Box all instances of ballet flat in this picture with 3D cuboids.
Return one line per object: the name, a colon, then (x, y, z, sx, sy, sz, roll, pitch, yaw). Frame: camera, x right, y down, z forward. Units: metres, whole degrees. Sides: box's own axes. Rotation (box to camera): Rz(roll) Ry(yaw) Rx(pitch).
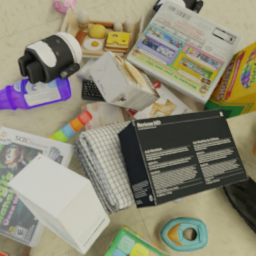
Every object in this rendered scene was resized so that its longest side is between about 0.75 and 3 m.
ballet flat: (3.396, 2.304, 7.529, 0.960, 0.820, 2.888, -28, 68, -11)

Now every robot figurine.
robot figurine: (1.615, -3.989, 9.250, 1.347, 1.119, 1.793, 36, 75, -8)
robot figurine: (-2.101, -1.883, 7.666, 1.754, 1.094, 1.317, -40, 108, -31)

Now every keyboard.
keyboard: (-0.517, -1.151, 8.137, 1.637, 0.210, 0.983, 6, 55, -10)

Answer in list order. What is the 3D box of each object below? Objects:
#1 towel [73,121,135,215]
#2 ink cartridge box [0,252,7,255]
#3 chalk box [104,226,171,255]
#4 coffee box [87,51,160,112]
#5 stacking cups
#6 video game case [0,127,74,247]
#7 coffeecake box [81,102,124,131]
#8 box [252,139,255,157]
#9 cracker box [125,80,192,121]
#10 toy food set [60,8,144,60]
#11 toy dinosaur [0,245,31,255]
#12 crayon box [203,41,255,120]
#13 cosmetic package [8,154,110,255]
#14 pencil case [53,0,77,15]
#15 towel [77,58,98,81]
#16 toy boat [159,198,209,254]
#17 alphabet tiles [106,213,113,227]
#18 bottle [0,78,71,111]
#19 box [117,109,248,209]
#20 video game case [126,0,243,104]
towel: (-0.219, 1.006, 7.331, 1.812, 0.937, 2.189, -12, 66, -44)
ink cartridge box: (-2.572, 3.405, 5.481, 1.582, 0.397, 1.823, 26, 96, -5)
chalk box: (0.109, 3.222, 6.248, 1.501, 2.413, 1.494, 31, 75, 9)
coffee box: (-0.040, -1.103, 7.088, 0.727, 1.823, 1.042, -37, 71, 21)
stacking cups: (-1.677, 0.042, 8.069, 1.493, 0.452, 0.452, -38, 75, 8)
video game case: (-2.984, 1.447, 7.561, 2.433, 0.313, 2.677, 12, 73, 20)
coffeecake box: (-0.756, -0.332, 8.429, 1.148, 0.419, 0.881, -13, 73, -4)
box: (4.346, 1.138, 6.779, 1.666, 2.798, 0.580, 6, 117, 1)
cracker box: (1.079, -0.253, 8.302, 1.365, 0.588, 2.038, -43, 75, -13)
toy food set: (-0.805, -3.080, 8.870, 2.519, 0.761, 1.808, 5, 56, 1)
toy dinosaur: (-2.586, 3.983, 6.655, 1.160, 1.831, 2.702, -19, 40, 22)
crayon box: (3.234, -1.321, 7.428, 0.715, 2.817, 1.788, 26, 74, -12)
cosmetic package: (-1.399, 1.571, 5.846, 1.530, 1.535, 0.943, 19, 51, 34)
pencil case: (-1.993, -4.775, 9.677, 0.756, 0.756, 1.730, 15, 74, 5)
towel: (-0.553, -1.904, 8.831, 1.575, 0.283, 1.636, 35, 75, 25)
toy boat: (1.396, 2.462, 7.339, 1.291, 0.713, 1.535, -10, 69, 8)
alphabet tiles: (-0.746, 2.052, 7.379, 0.082, 1.123, 1.098, -8, 77, 35)
bottle: (-2.928, -1.041, 8.407, 2.357, 0.769, 0.984, -13, 45, -3)
box: (1.306, 0.669, 6.737, 2.658, 1.048, 1.876, -7, 76, -26)
video game case: (1.621, -2.257, 8.085, 2.562, 0.283, 2.333, 31, 78, 9)
